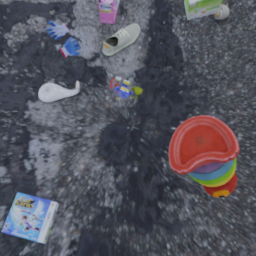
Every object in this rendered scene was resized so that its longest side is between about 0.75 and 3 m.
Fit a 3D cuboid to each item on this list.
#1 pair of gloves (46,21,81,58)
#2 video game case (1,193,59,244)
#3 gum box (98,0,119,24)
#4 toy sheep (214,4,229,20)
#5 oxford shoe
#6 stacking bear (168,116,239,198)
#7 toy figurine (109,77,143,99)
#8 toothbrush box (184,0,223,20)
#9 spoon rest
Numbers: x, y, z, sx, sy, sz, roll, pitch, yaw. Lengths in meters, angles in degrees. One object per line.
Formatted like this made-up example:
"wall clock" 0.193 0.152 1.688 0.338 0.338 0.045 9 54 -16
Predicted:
"pair of gloves" -2.110 -2.947 9.261 1.327 0.151 1.067 57 35 -16
"video game case" -3.157 2.911 9.102 1.429 0.325 1.296 12 64 6
"gum box" -0.828 -5.971 12.892 0.666 1.142 2.013 8 65 4
"toy sheep" 4.309 -5.324 12.863 1.000 0.690 0.690 -22 66 -24
"oxford shoe" -0.264 -3.956 12.233 0.809 0.622 2.153 40 69 20
"stacking bear" 2.182 0.973 7.336 1.553 2.558 1.454 -20 47 18
"toy figurine" -0.076 -0.836 6.910 0.852 0.449 0.510 23 41 -15
"toothbrush box" 2.430 -4.175 9.105 1.091 1.498 0.645 -11 92 10
"spoon rest" -2.740 -1.455 11.166 1.783 0.540 0.886 -6 63 12
